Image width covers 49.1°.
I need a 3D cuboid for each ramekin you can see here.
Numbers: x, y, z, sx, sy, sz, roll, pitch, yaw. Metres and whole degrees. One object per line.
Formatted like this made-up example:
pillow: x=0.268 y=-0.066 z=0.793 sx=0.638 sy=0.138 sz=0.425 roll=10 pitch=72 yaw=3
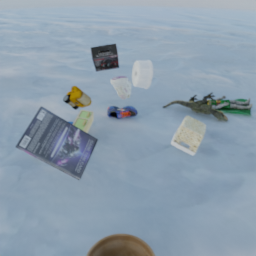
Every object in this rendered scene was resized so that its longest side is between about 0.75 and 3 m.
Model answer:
ramekin: x=0.548 y=-2.178 z=11.344 sx=0.568 sy=1.165 sz=1.165 roll=2 pitch=29 yaw=-16

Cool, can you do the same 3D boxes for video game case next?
video game case: x=-1.828 y=0.407 z=7.486 sx=1.825 sy=0.173 sz=1.304 roll=32 pitch=56 yaw=-17

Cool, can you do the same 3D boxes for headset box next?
headset box: x=-1.026 y=-3.165 z=12.573 sx=1.145 sy=0.578 sz=1.541 roll=-9 pitch=-12 yaw=-2

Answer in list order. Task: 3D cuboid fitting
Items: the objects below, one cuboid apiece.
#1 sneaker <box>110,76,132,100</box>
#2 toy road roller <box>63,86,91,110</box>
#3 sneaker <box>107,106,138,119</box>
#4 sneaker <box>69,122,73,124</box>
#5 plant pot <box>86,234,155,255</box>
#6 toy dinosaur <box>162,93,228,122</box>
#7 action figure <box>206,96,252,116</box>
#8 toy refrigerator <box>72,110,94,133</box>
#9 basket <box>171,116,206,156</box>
sneaker: x=-0.232 y=-1.758 z=12.399 sx=0.681 sy=0.907 sz=1.820 roll=-3 pitch=-3 yaw=21
toy road roller: x=-1.781 y=-1.151 z=10.013 sx=1.009 sy=0.620 sz=0.737 roll=-8 pitch=58 yaw=35
sneaker: x=-0.278 y=-0.611 z=12.274 sx=1.422 sy=0.536 sz=0.558 roll=-1 pitch=36 yaw=17
sneaker: x=-2.657 y=0.181 z=10.431 sx=0.768 sy=0.914 sz=2.331 roll=16 pitch=32 yaw=20
plant pot: x=-0.152 y=3.028 z=5.808 sx=1.502 sy=0.693 sz=1.502 roll=-1 pitch=31 yaw=0
toy dinosaur: x=3.185 y=-1.083 z=12.820 sx=2.970 sy=0.705 sz=1.309 roll=15 pitch=44 yaw=29
action figure: x=4.427 y=-1.074 z=12.927 sx=2.324 sy=0.636 sz=1.373 roll=1 pitch=33 yaw=9
toy refrigerator: x=-1.792 y=-0.111 z=10.848 sx=0.549 sy=0.506 sz=1.446 roll=11 pitch=38 yaw=6
basket: x=2.205 y=0.224 z=10.062 sx=0.920 sy=0.837 sz=1.357 roll=27 pitch=25 yaw=8
